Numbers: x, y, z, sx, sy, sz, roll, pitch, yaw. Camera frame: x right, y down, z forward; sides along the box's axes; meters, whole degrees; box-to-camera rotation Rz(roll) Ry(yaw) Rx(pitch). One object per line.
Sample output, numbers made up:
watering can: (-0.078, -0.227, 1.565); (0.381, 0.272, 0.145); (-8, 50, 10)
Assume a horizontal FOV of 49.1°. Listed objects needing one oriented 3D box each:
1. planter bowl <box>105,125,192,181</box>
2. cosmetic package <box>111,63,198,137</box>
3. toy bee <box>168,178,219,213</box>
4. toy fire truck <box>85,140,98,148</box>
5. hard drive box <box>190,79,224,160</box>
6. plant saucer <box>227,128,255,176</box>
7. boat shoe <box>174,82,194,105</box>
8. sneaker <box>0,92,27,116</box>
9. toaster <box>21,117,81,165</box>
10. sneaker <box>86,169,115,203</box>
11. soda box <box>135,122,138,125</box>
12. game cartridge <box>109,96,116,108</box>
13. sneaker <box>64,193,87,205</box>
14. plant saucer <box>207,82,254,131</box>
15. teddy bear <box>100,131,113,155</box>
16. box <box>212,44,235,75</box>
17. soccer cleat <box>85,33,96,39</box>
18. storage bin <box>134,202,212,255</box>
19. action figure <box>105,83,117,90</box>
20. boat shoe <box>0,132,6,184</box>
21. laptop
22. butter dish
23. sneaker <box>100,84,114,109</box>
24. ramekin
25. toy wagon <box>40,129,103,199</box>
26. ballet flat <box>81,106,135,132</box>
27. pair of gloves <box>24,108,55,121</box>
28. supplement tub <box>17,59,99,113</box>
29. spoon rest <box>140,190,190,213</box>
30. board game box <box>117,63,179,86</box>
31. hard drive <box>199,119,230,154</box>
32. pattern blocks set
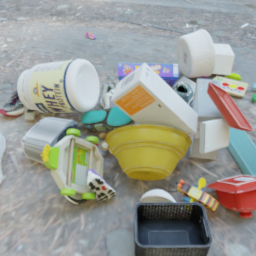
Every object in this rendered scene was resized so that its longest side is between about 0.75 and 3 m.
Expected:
planter bowl: (0.573, 0.919, 8.360); (2.614, 2.614, 1.089); (3, 67, 4)
cosmetic package: (0.808, -0.567, 8.087); (2.370, 1.202, 0.844); (38, 43, -23)
toy bee: (1.695, 1.844, 7.805); (1.545, 0.840, 1.012); (-2, 54, 28)
toy fire truck: (-1.453, 0.787, 9.251); (0.816, 0.972, 0.545); (13, 42, 9)
hard drive box: (2.770, -0.362, 9.949); (0.905, 1.836, 2.356); (6, 39, 8)
plant saucer: (4.071, 0.778, 9.755); (0.985, 0.267, 2.818); (-5, 39, -5)
boat shoe: (2.298, -1.506, 11.547); (0.823, 0.699, 2.262); (10, 31, 14)
sneaker: (-4.557, -1.295, 11.888); (0.921, 0.853, 2.284); (17, 42, 19)
toaster: (-2.626, 0.494, 9.483); (1.310, 1.152, 2.028); (12, 43, 20)
sneaker: (-0.773, 1.611, 7.928); (0.541, 1.341, 0.559); (-26, 41, -3)
soda box: (0.735, 0.010, 9.693); (0.767, 0.713, 2.244); (28, 48, -27)
game cartridge: (-0.207, -0.762, 10.270); (1.235, 0.801, 0.237); (8, 12, 39)
sneaker: (-1.724, 1.528, 8.373); (0.616, 0.660, 1.666); (-17, 61, -34)
plant saucer: (2.808, -0.511, 7.830); (1.494, 0.275, 1.497); (7, 49, -53)
teddy bear: (-0.588, 0.511, 9.927); (0.909, 0.419, 1.254); (12, 34, -15)
box: (4.547, -3.545, 14.307); (1.285, 1.007, 2.066); (7, 31, 9)
soccer cleat: (-2.419, -5.909, 17.999); (0.826, 0.302, 0.282); (24, 45, 26)
storage bin: (1.056, 2.634, 7.064); (1.808, 0.848, 1.222); (-1, 39, 0)
action figure: (-0.706, -1.835, 12.843); (0.835, 0.543, 0.290); (18, 27, 42)
boat shoe: (-4.530, 0.952, 9.035); (0.999, 0.950, 2.774); (-3, 39, -4)
laptop: (2.249, -1.657, 12.178); (1.664, 0.965, 1.558); (-43, 50, -4)
butter dish: (3.200, 1.957, 7.800); (1.466, 1.087, 1.470); (-10, -2, -17)
sneaker: (-0.598, -0.942, 11.315); (0.869, 0.937, 2.313); (-5, 39, -22)
ramekin: (3.076, -3.376, 13.059); (1.057, 2.169, 2.169); (-14, 41, -7)
toy wagon: (-1.527, 0.966, 7.764); (0.463, 2.338, 1.814); (-14, 64, 33)
ballet flat: (-0.520, -0.259, 9.998); (2.662, 0.988, 0.988); (4, 33, 42)
pair of gloves: (-3.627, -0.585, 11.520); (1.225, 0.215, 1.042); (-6, 34, -15)
supplement tub: (-2.670, -1.547, 10.802); (2.673, 1.938, 1.938); (0, 36, 25)
spoon rest: (1.228, 2.103, 7.824); (1.795, 0.892, 0.544); (8, 54, -10)
board game box: (0.865, -2.386, 12.640); (2.587, 0.579, 1.740); (1, -3, 1)
hard drive: (2.323, 0.191, 7.451); (1.206, 0.796, 0.158); (-9, 13, -41)
pattern blocks set: (4.662, -1.917, 13.122); (2.928, 0.237, 2.574); (25, 46, 27)
